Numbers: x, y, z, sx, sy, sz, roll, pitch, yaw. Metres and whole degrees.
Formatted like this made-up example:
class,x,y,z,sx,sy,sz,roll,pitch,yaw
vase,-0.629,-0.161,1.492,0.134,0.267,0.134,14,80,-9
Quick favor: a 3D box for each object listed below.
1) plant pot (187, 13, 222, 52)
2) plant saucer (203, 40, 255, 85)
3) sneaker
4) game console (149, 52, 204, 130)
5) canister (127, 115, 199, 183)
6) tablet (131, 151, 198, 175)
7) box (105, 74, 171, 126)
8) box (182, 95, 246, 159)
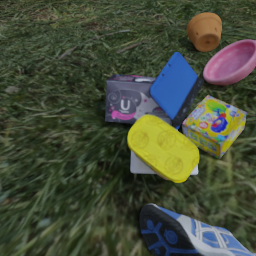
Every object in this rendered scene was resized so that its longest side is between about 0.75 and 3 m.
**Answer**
class,x,y,z,sx,sy,sz,roll,pitch,yaw
plant pot,3.293,-3.965,11.943,1.469,1.469,1.028,0,58,0
plant saucer,3.660,-2.219,9.849,2.041,0.517,2.041,-35,27,21
sneaker,1.309,2.233,5.281,2.512,0.951,0.968,29,27,28
game console,1.223,-0.823,7.717,1.096,1.581,1.852,30,58,8
canister,0.704,0.542,6.108,1.406,1.894,0.820,37,83,10
tablet,0.925,0.772,7.381,1.693,0.116,1.102,2,41,1
box,0.363,-0.805,8.160,1.900,1.255,1.090,6,20,7
box,2.294,-0.043,7.534,1.168,0.739,1.212,32,67,33
